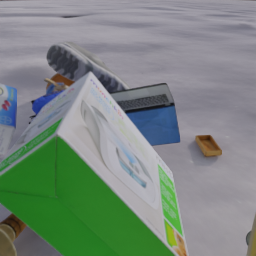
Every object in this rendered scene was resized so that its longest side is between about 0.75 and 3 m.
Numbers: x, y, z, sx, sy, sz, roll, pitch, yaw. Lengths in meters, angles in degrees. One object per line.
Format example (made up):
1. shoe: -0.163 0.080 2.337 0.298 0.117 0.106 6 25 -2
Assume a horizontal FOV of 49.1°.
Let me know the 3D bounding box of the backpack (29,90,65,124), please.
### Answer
1. backpack: -1.341 -0.006 5.634 1.374 1.419 1.691 -25 15 -14

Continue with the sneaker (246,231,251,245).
1. sneaker: 2.075 1.549 3.552 0.949 0.686 0.361 -14 46 42

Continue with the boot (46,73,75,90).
1. boot: -1.792 -1.167 8.841 1.766 0.651 1.367 -30 61 18

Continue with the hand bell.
1. hand bell: -1.670 1.425 4.050 1.500 1.500 2.880 7 17 12

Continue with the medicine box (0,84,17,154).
1. medicine box: -3.491 -0.366 6.292 1.698 0.874 1.546 14 35 -30

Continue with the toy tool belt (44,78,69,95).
1. toy tool belt: -1.915 -0.735 7.475 0.926 0.911 1.482 -37 35 15

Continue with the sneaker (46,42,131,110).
1. sneaker: -0.712 -1.364 7.171 2.623 0.980 1.076 40 35 -13

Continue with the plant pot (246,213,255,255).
1. plant pot: 1.995 1.195 1.987 2.027 2.154 2.154 11 30 32

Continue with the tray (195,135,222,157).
1. tray: 1.871 0.404 6.563 0.372 0.140 0.755 -4 27 -3

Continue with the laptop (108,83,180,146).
1. laptop: 0.299 -0.174 5.471 1.217 1.300 0.753 -8 69 16

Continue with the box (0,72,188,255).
1. box: -0.331 0.675 3.752 1.085 2.243 1.979 -33 21 17
